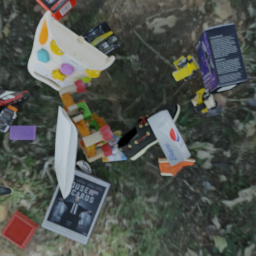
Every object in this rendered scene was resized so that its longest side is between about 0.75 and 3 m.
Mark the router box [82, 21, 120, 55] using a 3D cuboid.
[{"bbox_3d":[-1.205,-3.564,11.644,1.418,0.370,1.115,-35,87,-2],"label":"router box"}]

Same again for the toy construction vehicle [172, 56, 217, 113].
[{"bbox_3d":[2.331,-1.599,10.270,0.869,2.468,2.149,-30,104,24],"label":"toy construction vehicle"}]

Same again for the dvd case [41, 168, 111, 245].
[{"bbox_3d":[-2.053,3.045,11.112,1.958,0.322,2.605,22,91,2],"label":"dvd case"}]

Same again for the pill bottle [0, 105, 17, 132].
[{"bbox_3d":[-4.919,-0.398,11.318,0.559,0.559,1.052,31,86,2],"label":"pill bottle"}]

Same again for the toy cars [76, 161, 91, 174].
[{"bbox_3d":[-2.089,1.393,11.273,1.439,0.319,0.645,22,131,2],"label":"toy cars"}]

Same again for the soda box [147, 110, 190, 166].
[{"bbox_3d":[1.300,0.306,8.924,0.574,0.534,1.682,-29,83,32],"label":"soda box"}]

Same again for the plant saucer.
[{"bbox_3d":[-4.355,4.096,11.166,1.137,0.209,1.135,33,86,3],"label":"plant saucer"}]

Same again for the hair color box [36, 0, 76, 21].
[{"bbox_3d":[-3.400,-5.733,11.638,2.301,0.705,1.168,44,88,3],"label":"hair color box"}]

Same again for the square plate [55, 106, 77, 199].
[{"bbox_3d":[-2.193,0.743,9.777,0.359,2.525,2.501,1,108,-22],"label":"square plate"}]

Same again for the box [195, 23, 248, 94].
[{"bbox_3d":[3.565,-2.609,10.940,1.169,1.658,2.241,-12,85,0],"label":"box"}]

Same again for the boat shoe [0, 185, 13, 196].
[{"bbox_3d":[-5.221,2.510,11.203,1.081,0.359,0.404,12,86,1],"label":"boat shoe"}]

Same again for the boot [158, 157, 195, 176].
[{"bbox_3d":[1.963,1.544,11.230,1.440,0.540,0.772,-4,90,7],"label":"boot"}]

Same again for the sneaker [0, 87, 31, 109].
[{"bbox_3d":[-4.893,-1.315,11.339,1.812,0.641,0.885,-14,88,0],"label":"sneaker"}]

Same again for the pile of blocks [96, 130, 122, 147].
[{"bbox_3d":[-0.731,0.516,11.132,1.149,0.472,0.357,-27,113,1],"label":"pile of blocks"}]

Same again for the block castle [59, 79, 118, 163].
[{"bbox_3d":[-1.365,-0.261,10.000,1.244,1.772,2.651,-23,63,-16],"label":"block castle"}]

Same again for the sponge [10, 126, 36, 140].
[{"bbox_3d":[-4.317,0.205,11.480,1.023,0.153,0.570,0,86,-1],"label":"sponge"}]

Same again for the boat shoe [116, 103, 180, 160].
[{"bbox_3d":[0.680,0.077,10.415,0.933,1.090,2.979,34,124,-19],"label":"boat shoe"}]

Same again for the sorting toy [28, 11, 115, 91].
[{"bbox_3d":[-2.443,-2.294,10.401,2.847,2.563,1.521,29,53,-31],"label":"sorting toy"}]

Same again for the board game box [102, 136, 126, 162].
[{"bbox_3d":[-0.597,0.845,11.352,0.969,0.125,0.970,-6,83,-2],"label":"board game box"}]
